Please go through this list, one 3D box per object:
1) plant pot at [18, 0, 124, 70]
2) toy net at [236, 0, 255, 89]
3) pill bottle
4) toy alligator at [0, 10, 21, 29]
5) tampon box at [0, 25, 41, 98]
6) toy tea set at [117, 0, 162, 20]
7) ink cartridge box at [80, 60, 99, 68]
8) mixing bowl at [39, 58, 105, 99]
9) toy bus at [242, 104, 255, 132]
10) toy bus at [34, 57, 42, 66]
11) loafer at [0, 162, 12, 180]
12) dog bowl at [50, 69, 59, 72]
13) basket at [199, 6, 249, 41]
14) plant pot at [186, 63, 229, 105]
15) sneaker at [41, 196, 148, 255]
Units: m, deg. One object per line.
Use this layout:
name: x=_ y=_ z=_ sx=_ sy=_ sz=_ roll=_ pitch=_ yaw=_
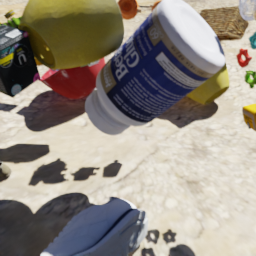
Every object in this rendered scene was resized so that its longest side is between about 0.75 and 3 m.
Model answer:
plant pot: x=-1.208 y=-1.873 z=5.244 sx=1.873 sy=1.873 sz=1.330 roll=28 pitch=62 yaw=33
toy net: x=2.451 y=-1.774 z=5.204 sx=0.394 sy=2.042 sz=1.071 roll=-23 pitch=11 yaw=-21
pill bottle: x=0.324 y=-0.960 z=5.451 sx=1.512 sy=2.722 sz=1.512 roll=26 pitch=45 yaw=-29
toy alligator: x=-3.171 y=-2.334 z=6.897 sx=1.638 sy=0.543 sz=0.394 roll=-34 pitch=24 yaw=3
tampon box: x=-2.121 y=-1.173 z=4.952 sx=0.613 sy=0.972 sz=0.728 roll=22 pitch=50 yaw=24
toy tea set: x=0.577 y=-2.821 z=7.216 sx=1.223 sy=2.056 sz=0.761 roll=-36 pitch=13 yaw=11
ink cartridge box: x=-0.886 y=-1.798 z=7.119 sx=0.226 sy=0.764 sz=0.396 roll=43 pitch=40 yaw=7
mixing bowl: x=-1.755 y=-1.960 z=10.110 sx=2.579 sy=1.397 sz=2.579 roll=-30 pitch=24 yaw=15
toy bus: x=1.885 y=-0.131 z=4.010 sx=0.273 sy=0.329 sz=0.839 roll=-13 pitch=9 yaw=10
toy bus: x=-1.800 y=-2.151 z=7.815 sx=1.681 sy=0.658 sz=0.547 roll=-24 pitch=46 yaw=4
loafer: x=-3.739 y=1.079 z=7.243 sx=1.344 sy=0.453 sz=0.511 roll=-5 pitch=37 yaw=-7
dog bowl: x=-2.169 y=-2.310 z=9.485 sx=1.834 sy=1.022 sz=0.455 roll=24 pitch=6 yaw=20
basket: x=3.151 y=-3.332 z=9.757 sx=1.644 sy=1.174 sz=1.225 roll=16 pitch=74 yaw=44
plant pot: x=2.762 y=-1.729 z=10.052 sx=2.075 sy=2.075 sz=1.473 roll=-23 pitch=72 yaw=-28
sneaker: x=-0.936 y=2.291 z=5.271 sx=2.864 sy=1.094 sz=1.153 roll=-23 pitch=33 yaw=-37
